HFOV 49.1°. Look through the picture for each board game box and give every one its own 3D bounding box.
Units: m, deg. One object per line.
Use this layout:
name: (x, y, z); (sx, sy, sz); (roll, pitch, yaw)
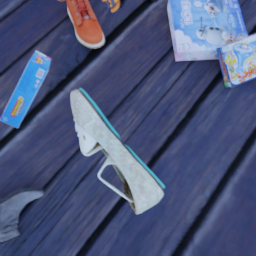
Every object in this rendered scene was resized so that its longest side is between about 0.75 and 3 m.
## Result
board game box: (3.168, -4.057, 11.279); (2.849, 0.621, 2.863); (-4, 66, -2)
board game box: (-2.588, -1.050, 7.201); (0.462, 1.619, 1.654); (27, 104, -22)
board game box: (4.473, -2.578, 10.330); (2.247, 0.387, 1.521); (-23, 106, -9)

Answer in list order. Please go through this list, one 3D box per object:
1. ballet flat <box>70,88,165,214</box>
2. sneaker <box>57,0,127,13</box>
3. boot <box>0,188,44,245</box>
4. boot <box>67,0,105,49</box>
ballet flat: (-0.437, 0.511, 5.781); (0.928, 1.004, 2.976); (-40, 88, -11)
sneaker: (-0.924, -3.749, 7.725); (2.396, 0.929, 1.342); (-17, 103, 25)
boot: (-3.379, 2.651, 8.390); (2.050, 0.715, 1.349); (-20, 70, 3)
boot: (-1.780, -4.401, 11.011); (1.024, 1.463, 2.729); (-25, 70, -12)
